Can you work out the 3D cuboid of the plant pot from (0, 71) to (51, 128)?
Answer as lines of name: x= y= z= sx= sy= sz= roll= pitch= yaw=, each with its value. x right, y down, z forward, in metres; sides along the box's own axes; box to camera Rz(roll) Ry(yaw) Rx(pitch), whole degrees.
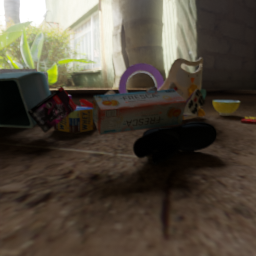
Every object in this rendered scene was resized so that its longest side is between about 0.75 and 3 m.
plant pot: x=-3.215 y=-1.012 z=8.534 sx=1.497 sy=1.502 sz=1.529 roll=2 pitch=28 yaw=23

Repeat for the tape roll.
tape roll: x=0.671 y=-2.121 z=14.504 sx=2.333 sy=2.333 sz=0.765 roll=0 pitch=7 yaw=-1

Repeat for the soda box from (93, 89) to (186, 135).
soda box: x=0.224 y=-0.362 z=5.949 sx=1.896 sy=0.603 sz=0.648 roll=-6 pitch=36 yaw=-18

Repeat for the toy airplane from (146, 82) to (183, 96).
toy airplane: x=1.164 y=-0.949 z=9.691 sx=1.036 sy=1.462 sz=1.468 roll=18 pitch=-26 yaw=-40

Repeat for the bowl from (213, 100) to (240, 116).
bowl: x=4.404 y=-0.898 z=12.658 sx=1.175 sy=0.632 sz=1.175 roll=1 pitch=10 yaw=0

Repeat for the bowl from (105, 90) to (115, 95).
bowl: x=-0.778 y=-1.019 z=12.058 sx=0.366 sy=0.979 sz=0.980 roll=-22 pitch=17 yaw=39

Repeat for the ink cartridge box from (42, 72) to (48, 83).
ink cartridge box: x=-5.128 y=-1.636 z=12.947 sx=2.723 sy=1.984 sz=1.128 roll=-7 pitch=12 yaw=-35

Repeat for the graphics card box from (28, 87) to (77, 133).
graphics card box: x=-2.086 y=-0.501 z=7.774 sx=1.163 sy=0.729 sz=0.296 roll=-39 pitch=38 yaw=-13

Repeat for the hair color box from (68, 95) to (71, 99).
hair color box: x=-4.072 y=-0.906 z=11.821 sx=2.975 sy=0.964 sz=1.626 roll=-10 pitch=13 yaw=-36

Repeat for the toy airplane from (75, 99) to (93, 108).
toy airplane: x=-1.435 y=-0.730 z=11.291 sx=1.954 sy=0.359 sz=1.954 roll=23 pitch=-4 yaw=2

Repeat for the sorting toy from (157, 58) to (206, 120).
sorting toy: x=2.294 y=-1.652 z=11.311 sx=2.620 sy=2.358 sz=1.399 roll=-12 pitch=29 yaw=-34

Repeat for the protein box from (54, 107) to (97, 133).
protein box: x=-1.677 y=-0.292 z=9.008 sx=1.016 sy=0.690 sz=1.023 roll=8 pitch=13 yaw=37

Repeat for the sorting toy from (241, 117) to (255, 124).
sorting toy: x=5.608 y=-0.379 z=10.100 sx=2.961 sy=0.501 sz=1.427 roll=8 pitch=12 yaw=40

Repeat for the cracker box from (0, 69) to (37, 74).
cracker box: x=-4.439 y=-1.048 z=9.585 sx=2.680 sy=1.795 sz=0.773 roll=-6 pitch=37 yaw=-23

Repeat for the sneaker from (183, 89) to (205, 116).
sneaker: x=2.149 y=-0.865 z=9.686 sx=0.636 sy=0.614 sz=1.524 roll=-18 pitch=14 yaw=43

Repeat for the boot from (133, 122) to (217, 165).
boot: x=1.018 y=0.296 z=5.729 sx=1.701 sy=0.650 sz=1.430 roll=-3 pitch=7 yaw=9
